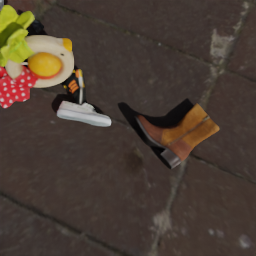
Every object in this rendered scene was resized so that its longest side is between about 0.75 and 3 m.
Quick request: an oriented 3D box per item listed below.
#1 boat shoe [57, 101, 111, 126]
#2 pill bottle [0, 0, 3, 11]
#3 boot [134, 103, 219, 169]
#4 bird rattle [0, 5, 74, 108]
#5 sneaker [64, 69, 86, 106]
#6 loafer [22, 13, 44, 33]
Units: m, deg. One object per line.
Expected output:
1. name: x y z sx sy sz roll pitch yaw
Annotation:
1. boat shoe: -1.304 -0.484 8.429 1.701 0.626 0.568 12 77 5
2. pill bottle: -5.821 -4.420 9.419 2.730 1.553 1.553 -11 70 -5
3. boot: 1.415 -0.111 8.288 2.026 0.694 1.907 -39 74 -14
4. bird rattle: -2.703 -1.679 7.824 2.349 2.881 1.623 -3 52 -19
5. sneaker: -1.699 -1.199 8.818 0.637 0.495 1.417 -7 64 1
6. loafer: -3.342 -3.626 9.625 0.897 0.326 0.324 36 91 8
